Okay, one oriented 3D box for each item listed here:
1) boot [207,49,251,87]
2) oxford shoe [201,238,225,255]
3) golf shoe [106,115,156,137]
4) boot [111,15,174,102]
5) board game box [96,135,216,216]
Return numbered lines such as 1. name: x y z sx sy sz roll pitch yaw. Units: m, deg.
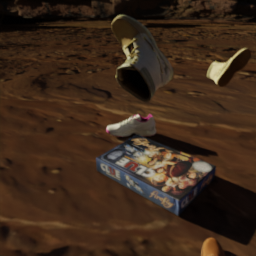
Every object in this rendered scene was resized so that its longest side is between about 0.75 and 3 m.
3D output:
1. boot: 3.192 -2.027 9.013 0.499 1.371 1.066 31 17 -19
2. oxford shoe: 1.613 2.477 5.065 0.485 0.484 1.359 2 25 7
3. golf shoe: 0.103 -0.118 9.843 1.756 0.804 0.661 -2 28 -1
4. boot: 0.128 -1.910 7.500 0.854 2.370 1.833 -36 7 39
5. board game box: 0.720 1.121 7.719 2.736 0.473 1.854 21 34 36
